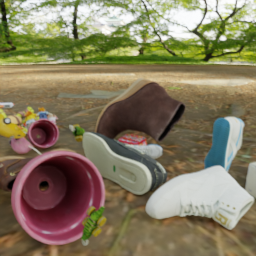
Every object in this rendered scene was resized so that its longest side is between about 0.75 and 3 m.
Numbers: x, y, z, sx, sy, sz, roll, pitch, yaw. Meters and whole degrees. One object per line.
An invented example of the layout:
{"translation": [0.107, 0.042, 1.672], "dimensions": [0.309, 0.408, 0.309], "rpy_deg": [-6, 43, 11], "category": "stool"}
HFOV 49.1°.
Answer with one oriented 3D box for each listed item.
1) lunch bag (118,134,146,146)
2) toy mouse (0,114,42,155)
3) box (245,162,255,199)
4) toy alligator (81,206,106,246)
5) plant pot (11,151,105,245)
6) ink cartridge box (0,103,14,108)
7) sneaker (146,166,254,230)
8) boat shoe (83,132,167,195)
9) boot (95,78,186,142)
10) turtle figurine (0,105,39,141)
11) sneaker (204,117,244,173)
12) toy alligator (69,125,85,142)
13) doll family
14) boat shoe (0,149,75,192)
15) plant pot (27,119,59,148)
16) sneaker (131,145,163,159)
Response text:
{"translation": [0.100, 0.482, 8.843], "dimensions": [0.820, 0.336, 0.722], "rpy_deg": [10, 24, 34], "category": "lunch bag"}
{"translation": [-3.532, 0.170, 8.013], "dimensions": [2.044, 2.300, 0.445], "rpy_deg": [-6, 44, 55], "category": "toy mouse"}
{"translation": [3.528, 1.063, 6.214], "dimensions": [1.829, 0.752, 0.625], "rpy_deg": [-9, 21, -23], "category": "box"}
{"translation": [-0.549, 1.443, 4.004], "dimensions": [0.281, 0.847, 0.203], "rpy_deg": [36, 28, 24], "category": "toy alligator"}
{"translation": [-1.344, 1.141, 5.015], "dimensions": [1.483, 1.483, 1.327], "rpy_deg": [-10, 3, -30], "category": "plant pot"}
{"translation": [-6.391, -1.227, 14.576], "dimensions": [0.726, 0.255, 0.893], "rpy_deg": [-3, 21, -8], "category": "ink cartridge box"}
{"translation": [1.366, 1.385, 5.044], "dimensions": [1.916, 0.706, 1.107], "rpy_deg": [-17, 38, -23], "category": "sneaker"}
{"translation": [-0.212, 0.769, 6.898], "dimensions": [0.875, 0.929, 2.588], "rpy_deg": [-14, 29, -42], "category": "boat shoe"}
{"translation": [0.222, -0.181, 8.402], "dimensions": [0.959, 2.651, 2.205], "rpy_deg": [32, 10, -42], "category": "boot"}
{"translation": [-4.026, -0.174, 10.200], "dimensions": [2.179, 0.702, 1.757], "rpy_deg": [36, 23, 16], "category": "turtle figurine"}
{"translation": [2.235, 0.535, 6.427], "dimensions": [0.647, 1.603, 0.613], "rpy_deg": [-6, 26, -32], "category": "sneaker"}
{"translation": [-1.406, 0.119, 7.950], "dimensions": [0.316, 0.435, 1.313], "rpy_deg": [-16, -8, -6], "category": "toy alligator"}
{"translation": [-3.253, -0.369, 10.152], "dimensions": [1.331, 0.600, 0.826], "rpy_deg": [-12, 43, -14], "category": "doll family"}
{"translation": [-1.815, 0.990, 6.166], "dimensions": [0.790, 0.791, 2.246], "rpy_deg": [20, 17, 38], "category": "boat shoe"}
{"translation": [-2.746, 0.219, 8.785], "dimensions": [0.902, 0.902, 0.808], "rpy_deg": [-12, -2, -35], "category": "plant pot"}
{"translation": [0.377, 0.675, 7.766], "dimensions": [1.152, 0.432, 0.499], "rpy_deg": [-2, -5, 13], "category": "sneaker"}
